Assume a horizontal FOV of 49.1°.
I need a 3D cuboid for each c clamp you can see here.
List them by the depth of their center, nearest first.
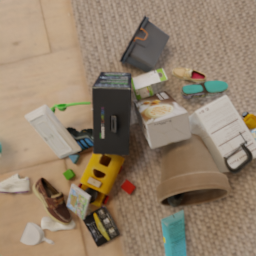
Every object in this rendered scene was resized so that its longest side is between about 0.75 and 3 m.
[{"bbox_3d":[3.840,0.948,9.890,1.269,0.172,1.084,-42,93,-10],"label":"c clamp"}]

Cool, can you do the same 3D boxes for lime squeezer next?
[{"bbox_3d":[-2.524,-0.540,10.503,2.356,0.444,0.832,-35,91,19],"label":"lime squeezer"}]

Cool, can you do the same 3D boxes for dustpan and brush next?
[{"bbox_3d":[-3.454,4.263,10.854,1.239,0.355,0.865,24,93,10],"label":"dustpan and brush"}]

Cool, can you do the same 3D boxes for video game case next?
[{"bbox_3d":[-1.844,2.715,10.323,0.922,0.112,1.012,27,112,28],"label":"video game case"}]

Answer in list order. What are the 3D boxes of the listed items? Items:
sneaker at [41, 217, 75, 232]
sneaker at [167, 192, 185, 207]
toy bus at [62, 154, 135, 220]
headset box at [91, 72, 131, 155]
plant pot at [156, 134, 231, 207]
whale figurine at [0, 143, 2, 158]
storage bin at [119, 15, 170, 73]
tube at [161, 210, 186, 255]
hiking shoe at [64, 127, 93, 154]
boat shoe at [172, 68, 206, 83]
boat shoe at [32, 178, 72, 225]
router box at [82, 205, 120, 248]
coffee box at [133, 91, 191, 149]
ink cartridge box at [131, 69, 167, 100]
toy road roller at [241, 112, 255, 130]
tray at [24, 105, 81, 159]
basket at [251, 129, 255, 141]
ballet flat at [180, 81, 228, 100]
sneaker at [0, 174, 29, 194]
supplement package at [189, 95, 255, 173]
[{"bbox_3d":[-2.722,3.808,10.880,1.287,0.484,0.570,12,109,-8],"label":"sneaker"},{"bbox_3d":[1.947,1.954,10.404,0.649,0.884,1.954,23,62,4],"label":"sneaker"},{"bbox_3d":[-1.165,1.989,10.658,2.502,1.370,2.651,-21,81,-3],"label":"toy bus"},{"bbox_3d":[-0.530,-0.584,10.006,1.259,2.713,2.362,2,111,1],"label":"headset box"},{"bbox_3d":[2.222,1.518,10.406,2.613,2.613,2.279,-6,61,-1],"label":"plant pot"},{"bbox_3d":[-6.124,0.680,10.575,2.530,2.012,1.313,7,74,-12],"label":"whale figurine"},{"bbox_3d":[0.758,-3.393,11.620,1.370,1.485,2.040,28,82,-6],"label":"storage bin"},{"bbox_3d":[1.731,4.501,10.190,1.094,0.712,2.825,-11,99,-40],"label":"tube"},{"bbox_3d":[-1.756,0.557,11.323,2.213,0.823,0.959,7,109,-3],"label":"hiking shoe"},{"bbox_3d":[2.607,-2.280,11.805,1.455,0.503,0.536,14,81,3],"label":"boat shoe"},{"bbox_3d":[-2.815,2.768,10.730,2.069,0.746,0.744,49,123,11],"label":"boat shoe"},{"bbox_3d":[-1.042,3.787,10.815,0.986,0.327,1.254,-28,90,-4],"label":"router box"},{"bbox_3d":[1.167,-0.391,10.412,1.462,2.556,1.019,-15,115,-2],"label":"coffee box"},{"bbox_3d":[0.866,-1.757,11.215,1.378,0.522,1.018,-17,37,6],"label":"ink cartridge box"},{"bbox_3d":[4.707,-0.132,11.189,0.604,0.717,0.982,41,102,-16],"label":"toy road roller"},{"bbox_3d":[-2.887,0.258,10.669,1.207,0.249,2.249,-22,116,27],"label":"tray"},{"bbox_3d":[6.079,0.465,10.622,2.457,1.709,2.166,-17,80,26],"label":"basket"},{"bbox_3d":[3.088,-1.530,11.546,1.962,0.706,0.706,-7,81,-5],"label":"ballet flat"},{"bbox_3d":[-4.671,2.214,11.092,1.525,0.571,0.760,1,75,-8],"label":"sneaker"},{"bbox_3d":[3.600,0.301,10.849,1.485,1.480,2.531,-28,82,-10],"label":"supplement package"}]
